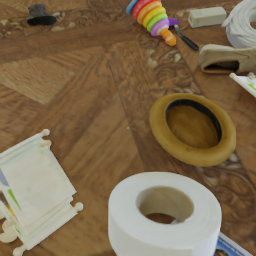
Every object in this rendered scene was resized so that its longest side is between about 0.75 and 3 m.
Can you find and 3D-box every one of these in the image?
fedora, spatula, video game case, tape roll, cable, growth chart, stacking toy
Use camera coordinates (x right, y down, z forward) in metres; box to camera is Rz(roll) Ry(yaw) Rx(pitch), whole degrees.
[{"bbox_3d":[1.495,0.128,6.916,2.230,0.910,2.230,5,51,-6],"label":"fedora"},{"bbox_3d":[1.845,-3.345,9.841,0.572,0.208,2.025,-22,61,-21],"label":"spatula"},{"bbox_3d":[1.046,2.754,5.258,2.343,0.211,1.678,-33,45,-30],"label":"video game case"},{"bbox_3d":[0.675,1.752,5.453,2.147,0.751,2.147,2,25,-1],"label":"tape roll"},{"bbox_3d":[4.417,-3.408,9.369,2.138,0.740,2.137,32,74,16],"label":"cable"},{"bbox_3d":[-2.328,1.380,6.629,1.957,0.240,2.705,-26,60,-16],"label":"growth chart"},{"bbox_3d":[0.995,-3.641,9.636,1.192,1.127,2.054,-26,79,-51],"label":"stacking toy"},{"bbox_3d":[3.623,-1.119,7.806,1.925,0.171,1.393,-12,50,-48],"label":"growth chart"}]

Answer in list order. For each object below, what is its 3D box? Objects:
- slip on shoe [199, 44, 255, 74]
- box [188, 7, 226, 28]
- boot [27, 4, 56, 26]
[{"bbox_3d":[3.418,-1.980,8.489,2.478,0.942,0.751,9,60,6],"label":"slip on shoe"},{"bbox_3d":[2.873,-4.034,10.187,1.232,0.421,0.506,-9,57,-6],"label":"box"},{"bbox_3d":[-3.197,-4.263,10.357,1.160,0.402,1.010,-3,56,1],"label":"boot"}]
